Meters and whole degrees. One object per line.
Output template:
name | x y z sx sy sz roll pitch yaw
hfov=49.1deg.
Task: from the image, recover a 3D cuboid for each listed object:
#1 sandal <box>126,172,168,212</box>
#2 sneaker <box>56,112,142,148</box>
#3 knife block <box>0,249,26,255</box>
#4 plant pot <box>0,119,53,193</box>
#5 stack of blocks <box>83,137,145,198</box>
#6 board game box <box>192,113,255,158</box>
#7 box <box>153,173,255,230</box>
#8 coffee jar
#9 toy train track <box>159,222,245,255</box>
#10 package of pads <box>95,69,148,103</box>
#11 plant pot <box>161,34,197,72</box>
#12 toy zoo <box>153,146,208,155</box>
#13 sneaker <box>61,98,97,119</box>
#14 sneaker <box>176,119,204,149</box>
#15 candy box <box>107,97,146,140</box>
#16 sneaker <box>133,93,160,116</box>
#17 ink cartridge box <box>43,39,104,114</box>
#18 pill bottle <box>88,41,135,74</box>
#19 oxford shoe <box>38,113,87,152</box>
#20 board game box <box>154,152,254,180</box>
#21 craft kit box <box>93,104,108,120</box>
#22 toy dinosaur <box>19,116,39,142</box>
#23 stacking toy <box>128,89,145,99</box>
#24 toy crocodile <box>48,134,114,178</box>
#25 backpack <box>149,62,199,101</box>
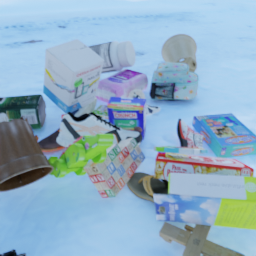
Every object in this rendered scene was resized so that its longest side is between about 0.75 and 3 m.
sandal | 0.809 1.701 7.774 0.910 0.612 2.265 -21 29 -29
sneaker | -0.885 0.115 9.450 2.915 1.166 1.075 4 11 -14
knife block | -2.858 3.244 5.572 1.578 0.575 1.798 14 35 22
plant pot | -2.960 0.686 7.365 1.523 1.523 1.508 -19 73 -26
stack of blocks | -0.338 1.033 8.348 0.556 1.092 1.897 -16 19 39
board game box | 3.540 0.221 10.177 1.656 0.490 2.177 -4 32 -11
box | 1.869 1.640 6.145 2.520 1.536 0.600 2 51 11
coffee jar | -4.667 -0.557 10.785 2.766 1.180 1.442 -3 30 -4
toy train track | 2.087 2.904 6.147 2.948 0.480 1.691 16 39 26
package of pads | -0.322 -1.941 13.151 1.473 0.925 2.445 23 39 31
plant pot | 2.915 -3.763 15.248 2.022 2.022 1.851 -1 44 -2
toy zoo | 1.482 0.606 7.582 1.347 0.138 0.884 3 -1 31
sneaker | -2.008 -0.800 11.539 0.828 0.735 1.961 22 38 14
sneaker | 2.237 0.244 10.088 0.803 0.500 1.498 2 40 -3
candy box | -0.019 -0.328 10.095 1.292 1.528 0.588 5 41 10
sneaker | 0.566 -0.993 11.475 1.560 1.015 0.623 -12 -2 -20
ink cartridge box | -2.097 -1.921 10.516 1.509 2.067 1.516 41 49 18
pill bottle | -1.013 -3.408 13.623 2.519 1.433 1.433 -4 30 22
oxford shoe | -2.314 0.118 10.104 0.807 0.823 2.268 28 43 34
board game box | 2.011 1.156 7.986 2.464 0.570 1.866 5 1 7
craft kit box | -0.982 -0.682 11.917 0.853 0.210 0.864 9 34 18
toy dinosaur | -3.346 0.054 9.568 1.014 0.587 1.118 46 22 -2
stacking toy | 0.445 -1.446 12.752 0.747 0.747 1.023 6 16 9
toy crocodile | -1.343 0.730 7.453 0.898 2.660 0.821 1 63 -41
backpack | 2.161 -2.100 12.812 2.149 1.647 1.889 10 29 6
